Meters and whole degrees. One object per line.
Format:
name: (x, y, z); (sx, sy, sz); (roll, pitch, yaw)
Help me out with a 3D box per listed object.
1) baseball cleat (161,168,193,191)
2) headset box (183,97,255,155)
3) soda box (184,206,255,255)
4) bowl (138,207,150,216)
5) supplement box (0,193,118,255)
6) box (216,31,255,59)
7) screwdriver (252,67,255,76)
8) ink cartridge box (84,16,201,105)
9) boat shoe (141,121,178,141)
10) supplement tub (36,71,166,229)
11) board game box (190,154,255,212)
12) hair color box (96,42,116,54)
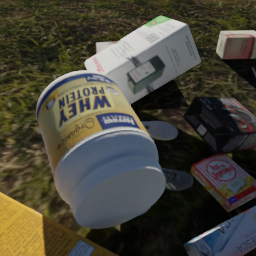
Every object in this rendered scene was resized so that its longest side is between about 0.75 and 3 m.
baseball cleat: (0.733, 1.030, 5.880); (1.260, 0.671, 0.439); (2, 64, 11)
headset box: (2.437, -0.109, 6.821); (1.774, 0.665, 1.319); (-2, 44, -36)
soda box: (1.796, 1.870, 4.776); (1.604, 0.510, 0.549); (-18, 66, -23)
bowl: (0.110, 1.400, 5.560); (0.927, 0.417, 0.927); (-8, 41, 7)
supplement box: (-1.299, 2.059, 4.337); (2.944, 0.979, 1.013); (18, 42, 20)
box: (4.387, -3.307, 11.161); (1.419, 0.907, 0.773); (-2, 38, -3)
screwdriver: (4.422, -1.647, 9.622); (0.265, 0.254, 1.822); (-24, 31, 21)
ink cartridge box: (0.305, -1.932, 8.163); (2.809, 1.181, 2.050); (-31, 32, 2)
boat shoe: (0.532, 0.100, 7.203); (1.436, 0.406, 0.493); (6, 62, -1)
supplement tub: (-0.566, 0.316, 5.158); (1.822, 1.822, 2.524); (-15, 48, -18)
board game box: (2.104, 1.121, 6.073); (0.918, 0.281, 1.211); (-19, 42, -23)
hair color box: (0.052, -2.663, 10.463); (2.423, 0.775, 1.344); (-4, 38, -8)
